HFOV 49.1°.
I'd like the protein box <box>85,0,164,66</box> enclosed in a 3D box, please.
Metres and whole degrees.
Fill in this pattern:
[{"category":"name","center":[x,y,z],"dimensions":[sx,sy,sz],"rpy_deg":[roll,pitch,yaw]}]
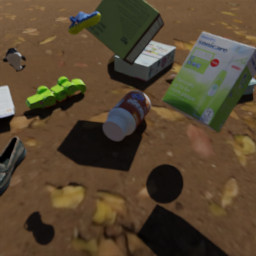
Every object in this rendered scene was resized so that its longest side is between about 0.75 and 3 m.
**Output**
[{"category":"protein box","center":[-0.133,-3.945,10.808],"dimensions":[2.082,2.097,1.415],"rpy_deg":[42,11,9]}]

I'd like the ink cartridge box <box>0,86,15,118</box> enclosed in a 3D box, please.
[{"category":"ink cartridge box","center":[-6.053,-0.730,11.634],"dimensions":[2.441,0.497,2.446],"rpy_deg":[-16,42,-19]}]

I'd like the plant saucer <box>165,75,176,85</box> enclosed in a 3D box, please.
[{"category":"plant saucer","center":[1.821,-1.526,9.229],"dimensions":[1.177,0.203,1.177],"rpy_deg":[14,-1,0]}]

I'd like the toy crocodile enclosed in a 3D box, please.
[{"category":"toy crocodile","center":[-3.158,-1.492,12.429],"dimensions":[2.773,0.856,0.936],"rpy_deg":[-31,47,-27]}]

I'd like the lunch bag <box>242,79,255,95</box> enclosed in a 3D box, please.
[{"category":"lunch bag","center":[4.930,-2.050,13.120],"dimensions":[1.792,0.691,1.437],"rpy_deg":[-12,43,-14]}]

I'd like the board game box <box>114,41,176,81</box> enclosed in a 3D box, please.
[{"category":"board game box","center":[0.932,-3.701,14.992],"dimensions":[2.101,0.915,2.848],"rpy_deg":[25,46,27]}]

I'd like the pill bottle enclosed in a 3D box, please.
[{"category":"pill bottle","center":[-0.058,-0.457,10.758],"dimensions":[1.183,1.183,2.108],"rpy_deg":[18,43,21]}]

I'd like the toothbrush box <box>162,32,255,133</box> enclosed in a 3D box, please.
[{"category":"toothbrush box","center":[2.254,-1.243,7.678],"dimensions":[1.611,0.952,2.212],"rpy_deg":[35,95,35]}]

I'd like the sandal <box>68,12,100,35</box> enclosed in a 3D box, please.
[{"category":"sandal","center":[-1.332,-3.159,8.179],"dimensions":[1.145,0.498,0.455],"rpy_deg":[-13,-1,26]}]

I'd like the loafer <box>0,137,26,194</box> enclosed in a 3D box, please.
[{"category":"loafer","center":[-4.101,1.218,9.047],"dimensions":[0.835,0.731,2.323],"rpy_deg":[6,39,7]}]

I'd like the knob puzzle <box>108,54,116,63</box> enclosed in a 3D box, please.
[{"category":"knob puzzle","center":[-0.404,-4.196,15.197],"dimensions":[0.286,2.062,2.062],"rpy_deg":[52,50,-6]}]

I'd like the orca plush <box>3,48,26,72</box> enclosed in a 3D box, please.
[{"category":"orca plush","center":[-3.405,-2.158,8.500],"dimensions":[0.633,1.204,0.428],"rpy_deg":[-13,79,2]}]
